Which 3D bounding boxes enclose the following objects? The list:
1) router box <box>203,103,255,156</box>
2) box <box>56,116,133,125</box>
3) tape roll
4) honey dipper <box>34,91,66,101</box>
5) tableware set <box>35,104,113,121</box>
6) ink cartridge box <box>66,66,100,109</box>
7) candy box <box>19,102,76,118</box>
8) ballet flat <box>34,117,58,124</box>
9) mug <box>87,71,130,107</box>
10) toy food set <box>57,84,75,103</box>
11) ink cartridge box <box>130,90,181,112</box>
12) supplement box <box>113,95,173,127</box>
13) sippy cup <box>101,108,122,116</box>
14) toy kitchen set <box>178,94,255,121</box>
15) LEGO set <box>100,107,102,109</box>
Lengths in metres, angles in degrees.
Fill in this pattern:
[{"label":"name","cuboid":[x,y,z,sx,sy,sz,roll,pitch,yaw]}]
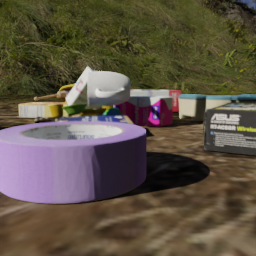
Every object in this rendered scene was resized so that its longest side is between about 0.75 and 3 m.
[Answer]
[{"label":"router box","cuboid":[3.164,-0.006,5.623,2.780,0.864,2.083,4,9,30]},{"label":"box","cuboid":[-1.116,-0.043,7.470,2.380,0.386,1.442,-3,10,-6]},{"label":"tape roll","cuboid":[-0.759,0.348,3.958,2.044,0.671,2.044,1,9,0]},{"label":"honey dipper","cuboid":[-3.138,-1.270,11.328,1.345,0.255,0.255,-18,18,-40]},{"label":"tableware set","cuboid":[-1.504,-0.624,9.424,1.980,0.451,2.939,-8,-1,28]},{"label":"ink cartridge box","cuboid":[-1.469,-1.395,11.000,1.187,1.642,0.695,25,22,-40]},{"label":"candy box","cuboid":[-3.222,-0.731,11.523,2.091,0.578,1.207,2,9,10]},{"label":"ballet flat","cuboid":[-2.773,-0.225,9.597,0.884,0.251,0.294,3,-32,9]},{"label":"mug","cuboid":[-0.574,-1.145,8.494,1.282,1.080,1.462,-1,18,-6]},{"label":"toy food set","cuboid":[-2.051,-1.196,12.828,2.825,0.923,1.662,-6,-32,32]},{"label":"ink cartridge box","cuboid":[1.158,-1.357,14.042,2.605,1.079,1.899,-1,8,-4]},{"label":"supplement box","cuboid":[0.484,-0.613,9.513,1.860,0.941,0.961,6,10,34]},{"label":"sippy cup","cuboid":[-0.588,-0.300,8.813,0.801,0.629,0.587,39,-22,-24]},{"label":"toy kitchen set","cuboid":[3.734,-1.143,10.352,2.960,1.744,2.372,-3,9,-21]},{"label":"LEGO set","cuboid":[-1.449,-1.104,14.364,1.655,0.722,2.548,7,-12,-36]}]
